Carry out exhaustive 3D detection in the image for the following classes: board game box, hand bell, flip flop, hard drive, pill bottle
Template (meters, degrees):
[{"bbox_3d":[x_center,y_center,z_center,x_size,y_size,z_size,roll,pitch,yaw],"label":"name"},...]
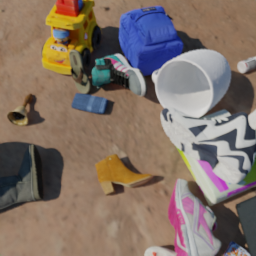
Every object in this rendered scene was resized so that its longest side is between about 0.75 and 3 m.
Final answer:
[{"bbox_3d":[2.849,3.461,6.819,1.141,0.197,0.772,33,63,20],"label":"board game box"},{"bbox_3d":[-3.488,-0.735,9.412,0.663,0.663,1.273,5,46,3],"label":"hand bell"},{"bbox_3d":[-1.734,-1.884,9.616,0.625,1.541,0.444,0,26,26],"label":"flip flop"},{"bbox_3d":[3.956,2.125,6.192,0.476,2.895,2.020,30,39,-31],"label":"hard drive"},{"bbox_3d":[4.528,-2.360,10.452,0.769,0.438,0.438,-21,60,-14],"label":"pill bottle"}]

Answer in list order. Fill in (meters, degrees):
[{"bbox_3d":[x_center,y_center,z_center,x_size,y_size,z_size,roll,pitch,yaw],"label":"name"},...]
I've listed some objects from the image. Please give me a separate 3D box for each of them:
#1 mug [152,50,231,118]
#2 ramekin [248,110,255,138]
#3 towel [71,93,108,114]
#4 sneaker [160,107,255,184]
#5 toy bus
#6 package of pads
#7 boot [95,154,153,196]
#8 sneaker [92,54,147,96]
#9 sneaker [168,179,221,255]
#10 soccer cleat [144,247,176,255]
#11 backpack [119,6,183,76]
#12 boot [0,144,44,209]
[{"bbox_3d":[2.001,-1.620,9.184,2.577,1.902,2.259,15,34,35],"label":"mug"},{"bbox_3d":[4.465,-0.139,8.828,1.288,0.628,1.288,3,58,-5],"label":"ramekin"},{"bbox_3d":[-1.299,-0.810,9.538,1.163,0.282,0.649,12,56,7],"label":"towel"},{"bbox_3d":[2.325,0.033,7.574,2.691,1.074,1.751,37,60,28],"label":"sneaker"},{"bbox_3d":[-2.117,-3.611,10.044,1.783,2.523,2.628,14,60,8],"label":"toy bus"},{"bbox_3d":[2.654,0.749,8.190,1.907,0.842,2.468,-19,59,-12],"label":"package of pads"},{"bbox_3d":[-0.147,1.215,8.055,1.512,0.532,1.082,-17,64,-4],"label":"boot"},{"bbox_3d":[-0.477,-1.721,9.512,1.446,1.001,2.394,-19,44,-22],"label":"sneaker"},{"bbox_3d":[1.622,2.272,7.012,1.020,0.941,2.312,4,39,-5],"label":"sneaker"},{"bbox_3d":[1.427,3.374,6.656,2.128,0.825,0.737,14,100,24],"label":"soccer cleat"},{"bbox_3d":[0.768,-3.391,10.234,1.942,2.005,2.389,-12,54,-16],"label":"backpack"},{"bbox_3d":[-3.517,1.469,7.891,2.062,0.748,1.875,-13,56,0],"label":"boot"}]
